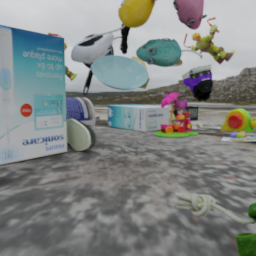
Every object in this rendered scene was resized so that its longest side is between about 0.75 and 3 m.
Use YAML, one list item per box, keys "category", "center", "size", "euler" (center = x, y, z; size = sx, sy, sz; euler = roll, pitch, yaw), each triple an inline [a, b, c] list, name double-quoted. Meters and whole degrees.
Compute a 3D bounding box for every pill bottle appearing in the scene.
- category: "pill bottle"
  center: [-2.382, -0.316, 9.213]
  size: [2.353, 1.362, 1.362]
  euler: [-5, 8, -38]

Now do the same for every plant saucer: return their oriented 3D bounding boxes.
- category: "plant saucer"
  center: [-0.274, -1.683, 8.931]
  size: [1.814, 0.349, 1.814]
  euler: [7, 45, -7]

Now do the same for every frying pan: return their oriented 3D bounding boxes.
- category: "frying pan"
  center: [-1.702, -2.959, 12.448]
  size: [1.621, 2.680, 0.436]
  euler: [39, -8, -18]

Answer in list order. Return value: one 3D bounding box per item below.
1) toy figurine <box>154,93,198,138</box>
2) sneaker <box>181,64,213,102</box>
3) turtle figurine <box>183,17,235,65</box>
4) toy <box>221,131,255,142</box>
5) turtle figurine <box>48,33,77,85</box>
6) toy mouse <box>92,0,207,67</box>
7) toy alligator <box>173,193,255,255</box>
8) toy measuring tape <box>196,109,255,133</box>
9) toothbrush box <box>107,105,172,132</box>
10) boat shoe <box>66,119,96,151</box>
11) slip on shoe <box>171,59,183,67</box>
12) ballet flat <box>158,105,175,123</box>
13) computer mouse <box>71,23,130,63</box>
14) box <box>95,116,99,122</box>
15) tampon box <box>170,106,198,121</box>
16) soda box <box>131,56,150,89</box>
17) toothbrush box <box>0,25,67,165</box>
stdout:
- category: "toy figurine"
  center: [1.754, -0.490, 10.028]
  size: [1.658, 1.526, 1.245]
  euler: [-1, 6, -16]
- category: "sneaker"
  center: [2.529, -1.503, 10.201]
  size: [0.805, 1.152, 2.316]
  euler: [-13, 0, 3]
- category: "turtle figurine"
  center: [3.071, -3.116, 10.528]
  size: [1.783, 0.712, 2.211]
  euler: [31, -19, -9]
- category: "toy"
  center: [3.622, 0.262, 8.847]
  size: [1.228, 0.290, 0.707]
  euler: [3, 6, 25]
- category: "turtle figurine"
  center: [-3.105, -2.479, 11.046]
  size: [0.794, 1.987, 2.464]
  euler: [-25, 18, 48]
- category: "toy mouse"
  center: [1.090, -2.410, 6.780]
  size: [2.612, 2.939, 0.569]
  euler: [37, 15, -27]
- category: "toy alligator"
  center: [1.558, 0.881, 1.951]
  size: [2.834, 0.681, 0.939]
  euler: [-8, -19, 44]
- category: "toy measuring tape"
  center: [4.031, -0.343, 11.516]
  size: [2.640, 0.971, 0.971]
  euler: [6, 9, 44]
- category: "toothbrush box"
  center: [0.480, -0.493, 12.311]
  size: [1.729, 1.007, 2.361]
  euler: [-6, 9, -44]
- category: "boat shoe"
  center: [-1.316, 0.116, 7.673]
  size: [0.777, 0.825, 2.297]
  euler: [-8, 7, -27]
- category: "slip on shoe"
  center: [1.509, -2.381, 10.303]
  size: [0.964, 0.366, 0.292]
  euler: [-2, -24, -4]
- category: "ballet flat"
  center: [2.011, -0.878, 16.122]
  size: [1.025, 1.025, 2.900]
  euler: [-1, 7, -6]
- category: "computer mouse"
  center: [-0.992, -3.282, 11.478]
  size: [2.948, 0.647, 1.616]
  euler: [-32, -20, -29]
- category: "box"
  center: [-2.253, -0.470, 15.534]
  size: [0.826, 0.261, 1.501]
  euler: [2, 6, 17]
- category: "tampon box"
  center: [3.286, -0.862, 16.441]
  size: [1.334, 0.842, 0.999]
  euler: [-3, 7, -23]
- category: "soda box"
  center: [0.443, -2.354, 11.821]
  size: [0.563, 0.532, 1.661]
  euler: [10, 41, -17]
- category: "toothbrush box"
  center: [-2.545, -0.711, 6.290]
  size: [1.186, 2.781, 2.036]
  euler: [6, 8, 37]
